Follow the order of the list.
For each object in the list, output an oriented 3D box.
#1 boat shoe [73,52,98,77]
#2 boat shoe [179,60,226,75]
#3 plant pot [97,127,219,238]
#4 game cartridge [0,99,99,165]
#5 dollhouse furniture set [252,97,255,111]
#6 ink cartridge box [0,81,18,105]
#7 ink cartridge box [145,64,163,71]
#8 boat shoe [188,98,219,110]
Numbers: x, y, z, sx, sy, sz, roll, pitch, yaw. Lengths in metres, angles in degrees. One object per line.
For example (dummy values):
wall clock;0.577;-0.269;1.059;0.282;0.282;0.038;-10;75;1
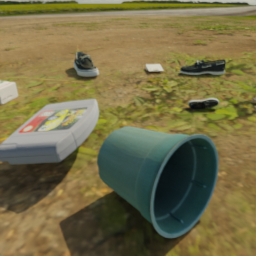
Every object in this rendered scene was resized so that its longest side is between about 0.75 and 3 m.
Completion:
boat shoe;-2.368;-3.432;14.839;0.997;0.981;2.766;-14;30;-25
boat shoe;3.909;-3.230;14.719;2.424;0.731;0.916;-4;27;-7
plant pot;0.469;0.856;5.649;1.926;1.926;1.886;-22;25;-36
game cartridge;-1.855;-0.024;7.423;1.865;0.573;2.801;-1;28;14
dollhouse furniture set;5.426;-1.316;10.845;1.710;0.835;1.458;-4;27;-9
ink cartridge box;-5.467;-1.486;11.395;1.499;0.632;1.095;7;28;14
ink cartridge box;1.427;-3.189;15.261;0.833;0.258;1.028;-2;34;-6
boat shoe;2.836;-0.856;10.493;1.133;0.389;0.321;-4;32;6
